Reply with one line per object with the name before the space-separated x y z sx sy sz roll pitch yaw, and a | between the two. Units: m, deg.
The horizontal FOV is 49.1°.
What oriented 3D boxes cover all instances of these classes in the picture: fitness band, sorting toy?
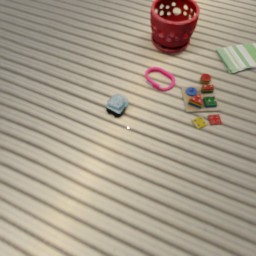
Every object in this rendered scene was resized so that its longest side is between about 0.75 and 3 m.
fitness band | 1.367 -2.140 12.144 1.408 0.264 1.011 37 64 20
sorting toy | 2.963 -1.209 11.390 1.332 0.467 2.762 -2 56 -1

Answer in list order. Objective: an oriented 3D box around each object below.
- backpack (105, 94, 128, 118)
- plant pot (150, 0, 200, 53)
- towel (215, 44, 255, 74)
backpack | -0.414 -0.936 11.136 0.779 0.661 0.877 28 55 17
plant pot | 2.037 -4.640 12.827 2.138 1.947 2.138 0 55 0
towel | 5.335 -3.258 12.941 2.097 0.245 1.600 -12 56 -7
